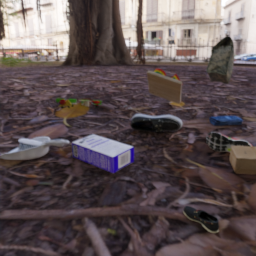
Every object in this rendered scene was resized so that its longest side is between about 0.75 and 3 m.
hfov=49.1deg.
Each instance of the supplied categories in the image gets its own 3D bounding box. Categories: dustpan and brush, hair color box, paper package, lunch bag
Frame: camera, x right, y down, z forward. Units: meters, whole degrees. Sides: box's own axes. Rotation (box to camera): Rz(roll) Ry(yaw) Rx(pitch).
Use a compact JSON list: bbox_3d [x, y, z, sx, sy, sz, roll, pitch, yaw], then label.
[{"bbox_3d":[-3.672,0.742,11.606,2.836,0.811,1.979,6,19,18],"label":"dustpan and brush"},{"bbox_3d":[-1.023,0.967,11.094,2.256,0.731,1.233,17,25,36],"label":"hair color box"},{"bbox_3d":[4.501,1.201,10.495,1.186,0.644,1.244,3,18,8],"label":"paper package"},{"bbox_3d":[3.613,-2.603,10.740,0.886,1.507,1.236,15,-2,24],"label":"lunch bag"}]

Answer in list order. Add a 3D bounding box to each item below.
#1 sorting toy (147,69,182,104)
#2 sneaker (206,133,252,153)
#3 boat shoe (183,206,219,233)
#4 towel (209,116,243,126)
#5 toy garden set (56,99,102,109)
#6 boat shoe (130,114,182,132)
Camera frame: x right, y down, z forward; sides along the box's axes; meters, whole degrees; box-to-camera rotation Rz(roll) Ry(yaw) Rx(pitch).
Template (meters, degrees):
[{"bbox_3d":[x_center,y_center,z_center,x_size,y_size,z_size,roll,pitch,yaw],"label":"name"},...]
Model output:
[{"bbox_3d":[1.795,-2.035,13.145,1.646,1.636,0.573,23,68,19],"label":"sorting toy"},{"bbox_3d":[4.371,0.735,12.123,2.018,0.777,0.857,19,9,36],"label":"sneaker"},{"bbox_3d":[1.942,2.354,7.487,0.413,0.354,1.129,-13,21,-32],"label":"boat shoe"},{"bbox_3d":[5.514,-0.435,15.845,1.655,0.402,0.924,-3,18,-7],"label":"towel"},{"bbox_3d":[-2.006,-0.959,11.433,1.837,0.367,1.531,2,6,-12],"label":"toy garden set"},{"bbox_3d":[1.404,-0.135,14.414,2.671,0.917,0.756,5,38,20],"label":"boat shoe"}]
